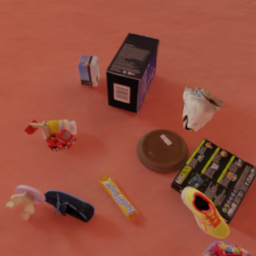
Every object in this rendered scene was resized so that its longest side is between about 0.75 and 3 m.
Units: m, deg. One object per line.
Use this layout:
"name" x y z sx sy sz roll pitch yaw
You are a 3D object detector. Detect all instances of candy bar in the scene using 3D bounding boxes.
"candy bar" -0.361 2.539 10.359 0.501 0.223 2.009 -31 58 -21

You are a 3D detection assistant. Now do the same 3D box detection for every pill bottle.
"pill bottle" -2.915 0.047 11.911 1.331 0.748 0.748 -5 53 -6

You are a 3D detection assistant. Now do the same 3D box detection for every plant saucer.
"plant saucer" 1.432 0.867 11.571 2.168 0.319 2.168 0 52 0

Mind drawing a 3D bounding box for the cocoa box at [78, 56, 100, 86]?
"cocoa box" -1.907 -2.788 13.731 0.825 1.257 0.838 6 52 5

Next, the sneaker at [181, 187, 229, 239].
"sneaker" 2.321 2.540 8.211 0.713 0.823 1.823 -42 86 -15

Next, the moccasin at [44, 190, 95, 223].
"moccasin" -2.150 2.744 9.819 1.949 0.784 0.665 14 42 12

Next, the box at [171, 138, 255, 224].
"box" 3.286 1.904 10.620 2.417 0.595 2.503 29 59 23

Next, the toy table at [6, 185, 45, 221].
"toy table" -3.626 2.589 9.838 1.276 1.173 0.747 -7 33 31

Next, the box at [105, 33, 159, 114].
"box" 0.239 -2.567 12.966 1.559 2.211 2.988 17 56 11

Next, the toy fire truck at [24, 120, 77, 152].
"toy fire truck" -2.155 0.177 7.711 1.449 1.022 0.353 -13 34 47

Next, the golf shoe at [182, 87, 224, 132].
"golf shoe" 2.094 -0.580 9.135 1.069 2.730 1.327 31 98 2

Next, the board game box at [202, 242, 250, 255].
"board game box" 2.354 2.911 6.608 0.929 0.229 1.176 10 11 38
